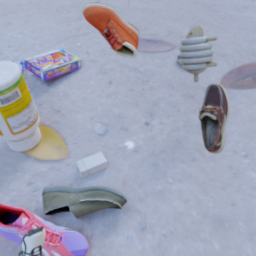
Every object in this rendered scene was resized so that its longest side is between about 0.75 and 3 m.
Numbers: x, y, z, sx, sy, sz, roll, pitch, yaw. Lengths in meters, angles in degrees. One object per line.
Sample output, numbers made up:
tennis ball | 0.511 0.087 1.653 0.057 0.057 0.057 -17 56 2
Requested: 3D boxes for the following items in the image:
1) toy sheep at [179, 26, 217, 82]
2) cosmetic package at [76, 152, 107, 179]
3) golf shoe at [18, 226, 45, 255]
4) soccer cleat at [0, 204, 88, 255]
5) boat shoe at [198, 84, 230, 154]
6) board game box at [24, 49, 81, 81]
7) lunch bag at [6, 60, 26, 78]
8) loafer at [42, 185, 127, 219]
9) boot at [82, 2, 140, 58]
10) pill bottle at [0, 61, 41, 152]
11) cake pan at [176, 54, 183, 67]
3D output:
toy sheep | 2.263 -2.401 9.205 1.240 1.798 1.240 -5 14 1
cosmetic package | -1.176 1.195 9.071 0.907 0.385 0.488 -20 49 -18
golf shoe | -1.773 2.390 5.342 0.472 1.215 0.574 -8 42 -43
soccer cleat | -2.347 2.685 7.221 2.733 1.045 0.912 15 49 14
boat shoe | 1.863 -0.253 6.204 0.579 0.578 1.606 1 80 36
board game box | -3.353 -2.885 12.583 1.402 0.467 2.085 33 44 27
lunch bag | -5.246 -2.525 12.497 1.352 0.511 1.083 -8 49 -6
loafer | -1.262 2.177 7.907 2.476 0.931 0.863 -1 55 8
boot | -0.503 -2.965 8.619 2.093 0.785 1.122 23 54 -29
pill bottle | -3.784 -0.574 9.021 1.530 2.755 1.530 -4 43 4
cake pan | 2.884 -3.203 13.314 1.197 0.219 1.197 0 47 0
